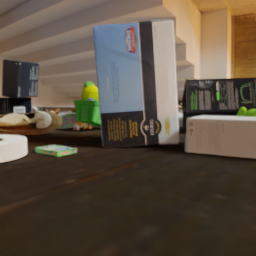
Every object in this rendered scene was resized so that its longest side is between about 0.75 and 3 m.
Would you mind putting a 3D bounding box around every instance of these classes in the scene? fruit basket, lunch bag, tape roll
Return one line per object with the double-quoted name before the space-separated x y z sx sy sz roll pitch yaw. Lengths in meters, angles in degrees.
"fruit basket" -1.222 -0.923 10.430 1.249 1.731 1.731 5 7 27
"lunch bag" -2.390 -0.298 11.169 1.202 0.577 1.498 -3 5 4
"tape roll" -2.894 0.400 5.344 1.840 0.336 1.840 -1 7 0

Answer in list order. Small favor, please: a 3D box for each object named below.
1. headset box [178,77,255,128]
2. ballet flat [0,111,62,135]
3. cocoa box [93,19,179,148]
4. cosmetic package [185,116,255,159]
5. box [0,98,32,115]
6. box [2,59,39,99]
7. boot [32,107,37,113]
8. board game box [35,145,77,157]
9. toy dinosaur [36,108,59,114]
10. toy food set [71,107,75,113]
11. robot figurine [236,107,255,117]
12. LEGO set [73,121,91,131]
"headset box" 3.057 -0.785 9.857 2.548 1.182 2.218 -1 -13 9
"ballet flat" -3.070 -0.200 8.484 2.245 0.761 0.812 -4 -20 -26
"cocoa box" 0.193 -1.049 7.081 1.827 2.784 1.856 -4 7 1
"cosmetic package" 2.260 0.158 5.752 1.901 0.771 1.073 5 8 34
"box" -4.194 -0.501 10.099 0.859 1.191 1.604 -5 8 -43
"box" -3.586 -1.630 9.371 0.625 1.201 1.094 9 10 15
"boot" -4.523 -0.787 13.985 0.694 0.559 1.536 -30 6 -34
"board game box" -1.508 0.471 5.852 0.752 0.110 0.506 5 8 38
"toy dinosaur" -3.658 -0.520 12.938 0.987 0.743 1.454 7 9 22
"toy food set" -2.390 -0.895 15.950 1.111 0.617 1.888 -29 -9 22
"robot figurine" 3.708 -0.117 7.985 1.269 0.837 1.446 13 3 2
"LEGO set" -1.726 -0.011 10.266 0.381 0.308 0.829 40 17 24
